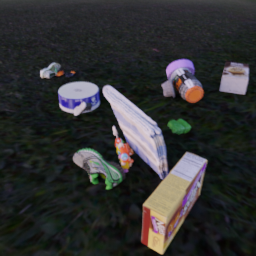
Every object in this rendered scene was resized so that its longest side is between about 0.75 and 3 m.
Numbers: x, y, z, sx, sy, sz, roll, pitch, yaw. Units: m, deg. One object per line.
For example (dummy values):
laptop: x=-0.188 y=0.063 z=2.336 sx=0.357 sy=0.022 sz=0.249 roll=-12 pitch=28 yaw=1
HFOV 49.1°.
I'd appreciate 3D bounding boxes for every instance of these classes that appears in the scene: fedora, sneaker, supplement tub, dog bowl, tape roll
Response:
fedora: x=1.862 y=-1.835 z=13.158 sx=0.494 sy=0.967 sz=1.093 roll=-14 pitch=35 yaw=10
sneaker: x=-1.018 y=1.223 z=8.537 sx=1.838 sy=0.717 sz=0.783 roll=22 pitch=39 yaw=29
sneaker: x=-1.856 y=-0.761 z=11.634 sx=0.491 sy=0.991 sz=0.350 roll=-1 pitch=69 yaw=-42
supplement tub: x=2.758 y=-1.983 z=13.082 sx=1.037 sy=1.037 sz=1.692 roll=-9 pitch=42 yaw=-13
dog bowl: x=-2.202 y=-1.387 z=12.575 sx=1.797 sy=0.708 sz=1.797 roll=0 pitch=33 yaw=0
sneaker: x=-4.138 y=-3.056 z=15.425 sx=0.666 sy=0.578 sz=1.504 roll=26 pitch=45 yaw=16
tape roll: x=2.645 y=-2.854 z=14.212 sx=1.360 sy=1.360 sz=0.446 roll=-5 pitch=66 yaw=-8

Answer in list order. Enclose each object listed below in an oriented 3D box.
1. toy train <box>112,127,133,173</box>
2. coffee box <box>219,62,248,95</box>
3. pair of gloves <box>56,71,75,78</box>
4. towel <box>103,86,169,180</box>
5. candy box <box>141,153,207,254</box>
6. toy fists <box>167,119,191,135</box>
toy train: x=-0.107 y=0.656 z=8.770 sx=0.459 sy=1.238 sz=1.649 roll=-10 pitch=33 yaw=-7
coffee box: x=5.428 y=-2.578 z=14.280 sx=1.202 sy=0.849 sz=2.127 roll=11 pitch=35 yaw=17
pair of gloves: x=-3.499 y=-2.982 z=15.594 sx=0.931 sy=0.115 sz=0.830 roll=8 pitch=32 yaw=8
towel: x=0.286 y=0.251 z=7.972 sx=0.349 sy=2.936 sz=2.156 roll=-39 pitch=57 yaw=-12
candy box: x=1.190 y=1.802 z=7.063 sx=0.651 sy=1.346 sz=2.307 roll=22 pitch=38 yaw=29
toy fists: x=1.950 y=-0.019 z=10.544 sx=0.564 sy=0.380 sz=1.106 roll=39 pitch=27 yaw=30
